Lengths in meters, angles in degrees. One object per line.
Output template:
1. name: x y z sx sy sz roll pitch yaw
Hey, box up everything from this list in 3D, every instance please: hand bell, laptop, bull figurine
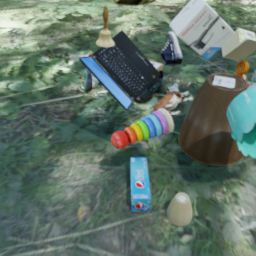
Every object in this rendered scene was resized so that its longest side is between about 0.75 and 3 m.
1. hand bell: -0.636 -2.887 7.926 0.546 1.048 0.546 3 38 -3
2. laptop: -0.141 -1.992 9.254 2.442 1.261 2.164 -45 98 -19
3. bull figurine: 1.920 -1.182 12.000 1.314 0.705 2.164 -1 36 40

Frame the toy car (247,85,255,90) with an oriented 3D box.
1. toy car: 6.050 -1.561 12.165 1.443 1.237 1.649 6 38 6

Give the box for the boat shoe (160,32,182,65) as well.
1. boat shoe: 1.644 -3.264 11.470 0.747 0.601 1.611 -9 62 -8

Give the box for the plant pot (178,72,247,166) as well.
1. plant pot: 3.095 -0.471 9.652 2.444 2.615 2.444 0 38 0

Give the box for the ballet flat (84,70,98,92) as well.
1. ballet flat: -1.794 -2.357 13.695 0.690 0.690 1.888 -3 36 -4

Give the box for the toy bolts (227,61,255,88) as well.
1. toy bolts: 5.626 -2.363 13.337 0.988 1.361 1.425 -2 54 -27

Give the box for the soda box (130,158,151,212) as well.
1. soda box: 0.347 1.684 8.541 0.544 0.575 1.695 0 38 0

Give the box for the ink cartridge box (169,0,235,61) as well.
1. ink cartridge box: 2.474 -3.285 9.364 1.780 1.287 0.750 23 34 -37

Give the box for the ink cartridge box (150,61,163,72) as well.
1. ink cartridge box: 1.104 -3.055 14.712 1.002 0.457 1.217 21 44 23

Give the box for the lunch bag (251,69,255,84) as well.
1. lunch bag: 6.481 -2.251 13.325 0.674 0.899 1.057 -15 40 -17

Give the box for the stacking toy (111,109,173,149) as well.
1. stacking toy: 0.353 0.100 8.055 1.844 0.787 0.787 -23 43 -18

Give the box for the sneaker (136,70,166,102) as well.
1. sneaker: 1.019 -1.966 13.011 0.818 0.860 2.170 26 46 27

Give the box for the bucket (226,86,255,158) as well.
1. bucket: 3.301 -0.154 6.830 1.695 1.695 1.102 -5 49 -6

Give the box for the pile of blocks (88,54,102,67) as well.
1. pile of blocks: -0.907 -2.959 12.341 2.184 0.679 0.897 14 20 21

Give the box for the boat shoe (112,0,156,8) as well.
1. boat shoe: 0.299 -5.153 11.136 2.285 0.838 0.716 -15 67 -28

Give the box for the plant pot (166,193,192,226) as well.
1. plant pot: 1.459 2.183 7.751 0.722 0.771 0.722 0 39 0

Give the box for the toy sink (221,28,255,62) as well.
1. toy sink: 5.090 -3.794 12.508 1.003 1.539 0.862 6 71 -21
